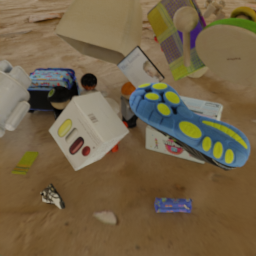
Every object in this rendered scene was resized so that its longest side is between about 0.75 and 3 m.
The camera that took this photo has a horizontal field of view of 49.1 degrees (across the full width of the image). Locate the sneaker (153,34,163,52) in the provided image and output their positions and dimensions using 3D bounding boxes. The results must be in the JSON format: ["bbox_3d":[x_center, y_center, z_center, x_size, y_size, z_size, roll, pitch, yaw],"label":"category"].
[{"bbox_3d":[1.346,-3.274,10.731,0.657,0.725,1.707,-2,15,-4],"label":"sneaker"}]

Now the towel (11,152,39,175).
[{"bbox_3d":[-3.101,1.032,8.470,0.434,0.091,1.009,5,33,6],"label":"towel"}]

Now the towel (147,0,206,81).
[{"bbox_3d":[1.638,-3.010,8.992,0.299,2.627,1.887,-23,1,-39],"label":"towel"}]

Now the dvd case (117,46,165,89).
[{"bbox_3d":[0.314,-1.426,7.087,1.059,0.755,0.093,49,27,-6],"label":"dvd case"}]

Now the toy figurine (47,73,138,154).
[{"bbox_3d":[-1.045,-0.697,9.480,2.704,1.881,2.662,15,36,23],"label":"toy figurine"}]

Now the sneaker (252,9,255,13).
[{"bbox_3d":[4.197,-3.165,8.328,1.012,0.860,2.333,13,-12,-19],"label":"sneaker"}]

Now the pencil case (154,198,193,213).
[{"bbox_3d":[1.111,1.902,6.865,0.925,0.361,0.402,0,3,3],"label":"pencil case"}]

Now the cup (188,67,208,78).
[{"bbox_3d":[3.331,-3.244,13.928,1.744,1.247,1.744,2,35,-2],"label":"cup"}]

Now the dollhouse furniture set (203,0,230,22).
[{"bbox_3d":[3.157,-3.933,9.973,1.250,0.813,1.148,30,46,-13],"label":"dollhouse furniture set"}]

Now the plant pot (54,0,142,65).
[{"bbox_3d":[-0.766,-4.000,10.869,2.695,2.389,2.698,19,2,12],"label":"plant pot"}]

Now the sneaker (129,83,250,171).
[{"bbox_3d":[1.064,0.011,5.604,2.670,1.106,0.946,35,72,24],"label":"sneaker"}]

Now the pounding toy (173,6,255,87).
[{"bbox_3d":[2.755,-2.332,7.249,2.849,2.199,1.322,27,77,32],"label":"pounding toy"}]

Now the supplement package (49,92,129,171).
[{"bbox_3d":[-0.917,0.071,6.391,1.192,1.246,0.917,53,37,11],"label":"supplement package"}]

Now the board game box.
[{"bbox_3d":[1.958,-0.096,9.519,1.950,0.850,2.643,14,34,22],"label":"board game box"}]

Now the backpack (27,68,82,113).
[{"bbox_3d":[-2.924,-1.657,11.306,2.079,1.532,2.277,4,32,7],"label":"backpack"}]

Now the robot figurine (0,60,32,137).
[{"bbox_3d":[-4.480,-0.794,9.278,2.493,1.660,2.940,22,72,19],"label":"robot figurine"}]

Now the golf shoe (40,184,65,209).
[{"bbox_3d":[-1.912,1.821,7.085,0.436,0.358,0.922,-31,36,-22],"label":"golf shoe"}]
